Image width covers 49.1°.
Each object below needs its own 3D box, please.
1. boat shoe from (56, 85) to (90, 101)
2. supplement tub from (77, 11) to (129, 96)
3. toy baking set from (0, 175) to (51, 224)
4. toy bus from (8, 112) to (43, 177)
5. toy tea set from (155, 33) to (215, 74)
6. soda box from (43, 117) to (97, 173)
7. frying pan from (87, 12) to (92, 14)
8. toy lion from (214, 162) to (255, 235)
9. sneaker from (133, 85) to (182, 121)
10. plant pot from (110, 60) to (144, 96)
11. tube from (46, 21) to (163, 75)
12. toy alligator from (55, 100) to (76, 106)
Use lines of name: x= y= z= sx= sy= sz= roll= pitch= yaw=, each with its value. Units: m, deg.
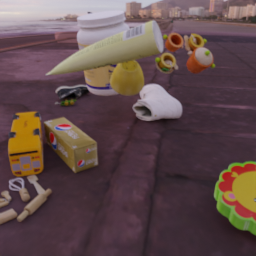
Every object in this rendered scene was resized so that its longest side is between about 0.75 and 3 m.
boat shoe: x=-2.549 y=-1.627 z=13.347 sx=1.768 sy=0.635 sz=0.598 roll=-14 pitch=62 yaw=-42
supplement tub: x=-0.723 y=-2.519 z=9.444 sx=1.785 sy=2.455 sz=1.785 roll=-6 pitch=30 yaw=4
toy baking set: x=-2.495 y=1.554 z=6.480 sx=1.309 sy=0.198 sz=1.705 roll=11 pitch=26 yaw=23
toy bus: x=-2.958 y=0.328 z=8.258 sx=0.813 sy=0.978 sz=2.499 roll=-8 pitch=25 yaw=-14
toy tea set: x=1.710 y=-2.653 z=9.373 sx=2.645 sy=1.573 sz=0.979 roll=-5 pitch=-16 yaw=-20
soda box: x=-1.754 y=0.432 z=8.306 sx=0.716 sy=0.757 sz=2.235 roll=-16 pitch=29 yaw=-32
frying pan: x=-0.929 y=-4.594 z=11.909 sx=1.178 sy=0.317 sz=1.947 roll=-12 pitch=53 yaw=-18
toy lion: x=3.068 y=1.393 z=5.559 sx=2.384 sy=0.819 sz=2.286 roll=-22 pitch=38 yaw=-23
sneaker: x=0.789 y=-1.094 z=11.444 sx=1.569 sy=1.000 sz=2.716 roll=-8 pitch=26 yaw=-25
plant pot: x=-0.001 y=-1.472 z=7.708 sx=0.970 sy=0.688 sz=0.970 roll=3 pitch=56 yaw=-5
tube: x=-0.506 y=-1.534 z=5.808 sx=2.436 sy=0.632 sz=0.707 roll=-10 pitch=-15 yaw=22
toy alligator: x=-2.735 y=-1.069 z=12.355 sx=0.948 sy=0.228 sz=0.314 roll=-9 pitch=25 yaw=-6
